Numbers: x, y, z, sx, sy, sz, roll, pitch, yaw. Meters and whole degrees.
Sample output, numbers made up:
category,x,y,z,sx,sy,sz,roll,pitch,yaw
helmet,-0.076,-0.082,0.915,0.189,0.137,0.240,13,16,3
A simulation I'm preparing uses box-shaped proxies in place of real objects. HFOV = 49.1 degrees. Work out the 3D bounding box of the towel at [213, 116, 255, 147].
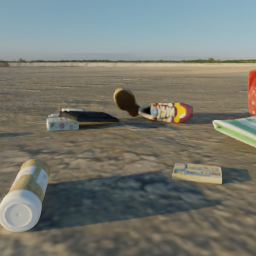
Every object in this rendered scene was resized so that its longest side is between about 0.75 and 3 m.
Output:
category,x,y,z,sx,sy,sz,roll,pitch,yaw
towel,3.662,0.048,7.148,2.553,0.299,1.947,-9,24,-34

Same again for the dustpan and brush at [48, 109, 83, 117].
category,x,y,z,sx,sy,sz,roll,pitch,yaw
dustpan and brush,-2.391,-0.556,10.605,1.202,0.344,0.839,2,6,-23

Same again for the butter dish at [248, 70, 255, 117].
category,x,y,z,sx,sy,sz,roll,pitch,yaw
butter dish,4.782,-0.841,9.383,1.874,1.869,1.385,16,48,40

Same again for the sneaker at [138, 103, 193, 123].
category,x,y,z,sx,sy,sz,roll,pitch,yaw
sneaker,1.237,-0.505,9.417,0.864,0.719,1.917,-5,5,-44

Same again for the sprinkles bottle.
category,x,y,z,sx,sy,sz,roll,pitch,yaw
sprinkles bottle,-1.428,0.889,4.018,0.485,0.485,1.420,-2,13,-9

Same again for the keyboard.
category,x,y,z,sx,sy,sz,roll,pitch,yaw
keyboard,-1.311,-0.412,9.144,1.201,0.257,2.001,15,8,34

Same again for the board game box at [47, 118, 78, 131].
category,x,y,z,sx,sy,sz,roll,pitch,yaw
board game box,-2.047,-0.133,8.733,0.903,0.290,0.667,-3,13,-19

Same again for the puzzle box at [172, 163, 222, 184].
category,x,y,z,sx,sy,sz,roll,pitch,yaw
puzzle box,1.265,0.817,5.126,0.851,0.108,0.566,3,13,14

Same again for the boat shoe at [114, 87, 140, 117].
category,x,y,z,sx,sy,sz,roll,pitch,yaw
boat shoe,-0.063,-1.000,9.796,0.649,0.647,1.798,-36,-30,11
